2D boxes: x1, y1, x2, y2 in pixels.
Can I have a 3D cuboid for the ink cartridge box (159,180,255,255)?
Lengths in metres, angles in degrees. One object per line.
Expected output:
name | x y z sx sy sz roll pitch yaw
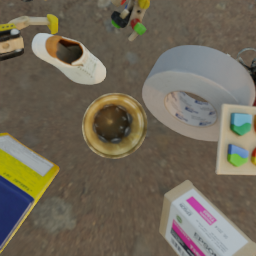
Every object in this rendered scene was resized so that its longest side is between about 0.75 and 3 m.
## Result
ink cartridge box | 1.247 1.882 4.750 0.584 1.281 1.555 -24 46 -24

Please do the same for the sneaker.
sneaker | -0.818 -1.094 4.790 0.661 1.560 0.568 15 90 38

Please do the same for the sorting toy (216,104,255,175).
sorting toy | 2.079 0.223 4.772 1.271 0.232 1.176 3 92 -20

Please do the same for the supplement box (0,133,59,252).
supplement box | -2.446 1.166 5.078 1.494 2.745 1.503 35 89 -6

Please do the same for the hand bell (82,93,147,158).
hand bell | -0.440 -0.185 5.184 1.012 1.943 1.012 -3 100 -15

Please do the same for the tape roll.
tape roll | 1.467 -0.653 6.071 2.274 2.274 0.751 25 66 10

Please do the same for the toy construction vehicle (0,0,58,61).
toy construction vehicle | -2.716 -2.704 6.102 2.541 2.212 0.895 -28 63 -26

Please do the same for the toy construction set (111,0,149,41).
toy construction set | 0.087 -3.890 7.356 1.989 1.832 2.385 37 31 -17

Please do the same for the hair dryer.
hair dryer | 2.812 -0.709 5.793 2.270 1.729 0.617 36 98 -9
